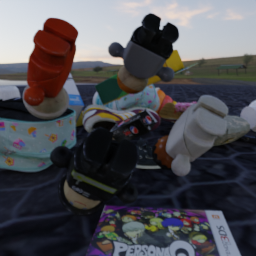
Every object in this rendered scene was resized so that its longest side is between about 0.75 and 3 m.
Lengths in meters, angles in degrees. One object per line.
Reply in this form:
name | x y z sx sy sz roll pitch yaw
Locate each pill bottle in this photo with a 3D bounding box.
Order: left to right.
pill bottle | -0.608 -1.191 14.077 2.325 1.288 1.288 18 21 42
pill bottle | 5.570 -0.485 10.860 2.400 1.330 1.330 -5 13 -23

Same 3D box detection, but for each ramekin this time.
ramekin | -7.163 -1.422 14.857 2.942 1.544 2.942 0 12 0

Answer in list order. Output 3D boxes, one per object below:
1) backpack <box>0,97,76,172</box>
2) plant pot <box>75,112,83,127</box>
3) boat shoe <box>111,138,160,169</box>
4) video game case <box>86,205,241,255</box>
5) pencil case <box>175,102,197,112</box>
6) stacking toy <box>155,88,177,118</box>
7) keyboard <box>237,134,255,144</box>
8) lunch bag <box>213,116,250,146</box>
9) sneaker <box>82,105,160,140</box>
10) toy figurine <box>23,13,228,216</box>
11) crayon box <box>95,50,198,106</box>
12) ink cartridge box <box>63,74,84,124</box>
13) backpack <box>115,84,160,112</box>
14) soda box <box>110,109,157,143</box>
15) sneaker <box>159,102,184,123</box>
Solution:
backpack | -2.419 0.124 6.954 2.241 1.718 1.970 0 12 14
plant pot | -2.724 -0.689 11.878 1.430 1.520 1.520 -17 13 -3
boat shoe | 0.205 0.594 7.235 2.108 0.699 0.788 3 12 14
video game case | 0.442 1.549 3.579 1.833 0.328 1.661 1 12 6
pencil case | 2.224 -0.797 10.702 0.399 0.382 0.922 15 -9 -39
stacking toy | 1.947 -0.904 13.581 2.071 1.513 1.513 25 17 9
keyboard | 4.050 0.377 9.562 0.980 0.209 1.632 0 9 -35
lunch bag | 2.876 0.053 9.138 1.388 0.995 1.692 -6 9 -33
sneaker | -0.144 -0.062 9.903 2.906 1.089 1.309 2 31 -14
toy figurine | -0.159 -0.273 4.934 2.951 2.997 2.085 -18 -20 -29
crayon box | 0.563 -1.607 8.374 2.711 0.699 1.704 -20 8 28
ink cartridge box | -2.613 -1.083 10.275 0.957 1.643 2.272 -2 52 -36
backpack | 0.361 -1.227 11.895 1.854 1.421 1.630 -17 55 3
soda box | 0.117 -0.005 8.404 1.549 0.548 0.491 -25 21 49
sneaker | 2.205 -0.423 11.754 1.032 0.858 2.290 38 -6 -28
